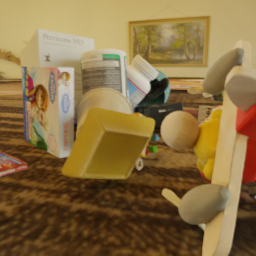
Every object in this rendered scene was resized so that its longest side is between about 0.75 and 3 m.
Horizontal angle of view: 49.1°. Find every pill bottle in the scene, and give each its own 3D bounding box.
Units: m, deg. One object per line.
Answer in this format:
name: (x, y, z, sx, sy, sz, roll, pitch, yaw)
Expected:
pill bottle: (-0.778, -1.161, 9.667, 1.588, 2.808, 1.588, -3, 3, 0)
pill bottle: (-0.113, -1.521, 11.338, 1.499, 2.756, 1.499, 40, 10, -8)

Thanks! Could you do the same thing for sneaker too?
sneaker: (2.951, -0.258, 9.832, 1.883, 0.984, 0.709, -7, 2, -25)
sneaker: (1.031, -1.605, 12.365, 0.865, 0.498, 1.658, -7, -27, -43)

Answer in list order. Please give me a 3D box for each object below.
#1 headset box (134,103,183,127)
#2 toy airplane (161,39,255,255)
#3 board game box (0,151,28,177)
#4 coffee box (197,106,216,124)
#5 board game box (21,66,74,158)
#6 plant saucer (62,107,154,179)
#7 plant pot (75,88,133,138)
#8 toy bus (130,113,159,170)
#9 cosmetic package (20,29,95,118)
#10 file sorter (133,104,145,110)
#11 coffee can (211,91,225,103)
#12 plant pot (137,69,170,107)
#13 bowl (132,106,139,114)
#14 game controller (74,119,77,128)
headset box: (1.227, -0.547, 11.176, 1.457, 0.776, 1.674, -10, 7, -20)
toy airplane: (1.527, 0.083, 4.471, 2.104, 2.969, 2.981, 9, 17, 18)
board game box: (-3.380, 0.889, 7.157, 1.655, 0.161, 0.852, 11, 18, 40)
coffee box: (3.743, -0.424, 10.916, 1.778, 0.709, 1.017, 9, 8, 30)
board game box: (-2.461, -0.587, 8.399, 0.507, 2.465, 2.459, -8, 14, -41)
plant saucer: (-0.304, 0.472, 5.602, 1.599, 1.599, 0.387, 9, 29, -38)
plant pot: (-0.781, -0.050, 8.184, 1.850, 1.850, 1.694, 0, 24, 1)
toy bus: (0.140, 0.262, 7.078, 0.653, 1.192, 1.263, -5, 23, 37)
cosmetic package: (-2.708, -1.926, 10.904, 2.295, 2.743, 2.281, -2, -7, -35)
file sorter: (0.304, -1.279, 13.398, 0.769, 1.254, 0.870, 11, 32, 43)
coffee can: (6.631, -2.330, 17.923, 1.573, 1.573, 2.149, -11, 16, -39)
plant pot: (1.275, -2.128, 14.208, 2.139, 2.139, 1.441, 10, 38, 36)
bowl: (0.739, -0.815, 13.854, 2.311, 0.454, 2.311, 0, 13, 0)
game controller: (-2.301, -0.221, 11.772, 0.594, 0.240, 1.138, -11, 16, -39)
